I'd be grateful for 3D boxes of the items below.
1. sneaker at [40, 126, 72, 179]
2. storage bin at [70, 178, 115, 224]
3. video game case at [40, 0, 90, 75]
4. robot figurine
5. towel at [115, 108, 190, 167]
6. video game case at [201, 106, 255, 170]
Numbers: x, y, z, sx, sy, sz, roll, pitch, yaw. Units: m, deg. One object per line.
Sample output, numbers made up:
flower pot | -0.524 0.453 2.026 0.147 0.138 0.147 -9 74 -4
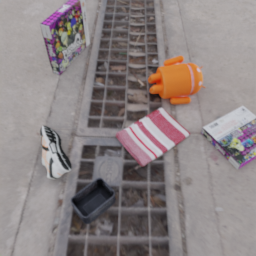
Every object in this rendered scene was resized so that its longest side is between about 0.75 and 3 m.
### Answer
sneaker | -2.936 0.881 10.429 0.928 0.856 2.321 -41 53 15
storage bin | -1.158 2.445 9.413 1.316 0.617 0.890 -35 60 -24
video game case | -2.921 -4.522 13.635 0.535 2.707 2.987 20 53 16
robot figurine | 2.201 -2.128 12.513 2.530 1.475 1.819 -8 50 -6
towel | 1.005 0.280 11.352 2.547 0.290 1.834 -30 58 -22
video game case | 4.500 0.306 11.234 2.322 0.416 2.104 -26 56 -20
